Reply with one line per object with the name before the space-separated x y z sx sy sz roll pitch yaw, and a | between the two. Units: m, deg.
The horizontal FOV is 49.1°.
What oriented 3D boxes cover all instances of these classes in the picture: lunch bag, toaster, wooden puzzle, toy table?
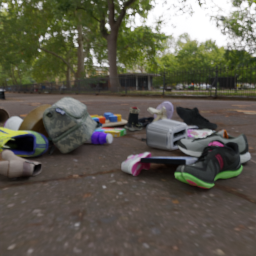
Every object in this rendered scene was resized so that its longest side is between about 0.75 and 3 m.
lunch bag | -2.208 -0.227 10.374 1.405 1.691 2.017 -33 13 13
toaster | 1.501 0.275 10.892 1.172 1.031 1.815 11 17 42
wooden puzzle | -1.512 -0.491 17.324 2.899 0.671 2.685 -3 9 -21
toy table | 1.805 -0.699 15.486 1.375 1.496 0.876 33 36 21

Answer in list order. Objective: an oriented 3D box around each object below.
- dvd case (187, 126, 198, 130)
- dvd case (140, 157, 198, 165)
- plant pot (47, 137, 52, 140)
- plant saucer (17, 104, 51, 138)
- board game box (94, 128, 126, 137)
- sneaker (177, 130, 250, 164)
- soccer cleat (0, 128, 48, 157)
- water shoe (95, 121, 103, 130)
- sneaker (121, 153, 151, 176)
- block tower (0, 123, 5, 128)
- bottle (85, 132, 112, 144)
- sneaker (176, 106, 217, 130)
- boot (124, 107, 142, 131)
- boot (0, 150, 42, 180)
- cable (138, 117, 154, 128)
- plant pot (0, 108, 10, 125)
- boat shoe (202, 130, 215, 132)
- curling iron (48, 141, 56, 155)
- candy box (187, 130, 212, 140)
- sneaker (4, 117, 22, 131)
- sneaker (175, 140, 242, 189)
dvd case | 2.755 -0.063 15.838 1.410 0.151 1.897 -6 12 -44
dvd case | 1.317 0.921 7.921 1.302 0.160 1.825 -2 -5 31
plant pot | -3.027 0.035 12.372 1.133 1.206 1.206 12 6 -11
plant saucer | -3.385 0.011 10.738 0.339 1.915 1.915 34 20 17
board game box | -0.883 0.227 13.879 1.269 0.256 0.971 3 9 22
sneaker | 2.797 0.523 9.363 2.511 0.995 0.928 4 12 42
soccer cleat | -4.226 0.472 9.431 3.001 0.970 1.255 2 -2 4
water shoe | -1.614 -0.201 15.393 0.384 0.424 1.074 -3 16 2
sneaker | 0.245 0.970 7.985 0.546 0.503 1.237 8 11 33
block tower | -5.576 -0.029 14.210 0.577 0.539 1.996 -15 0 29
bottle | -1.435 0.407 11.761 1.564 0.511 0.653 3 8 23
sneaker | 3.906 -0.605 16.073 2.407 1.256 0.723 5 11 35
boot | 0.438 -0.497 15.136 0.585 1.223 1.619 20 15 26
boot | -3.011 1.024 7.769 1.219 0.586 1.667 6 9 -3
cable | 1.197 -0.328 16.731 1.843 0.468 1.504 -3 11 -13
plant pot | -7.997 -0.574 17.206 0.939 1.077 1.077 -18 -2 32
boat shoe | 3.727 0.423 12.012 0.558 0.546 1.565 22 -8 -33
curling iron | -2.879 0.767 10.541 0.376 0.194 1.516 -23 17 -6
candy box | 2.885 0.428 11.503 1.369 0.418 0.934 7 20 39
sneaker | -4.273 0.139 12.870 1.468 1.103 2.947 24 13 13
sneaker | 2.022 0.828 7.042 0.960 1.048 2.502 8 12 44
